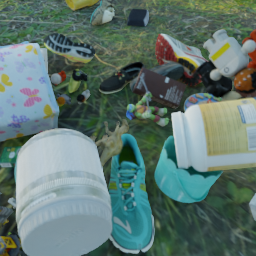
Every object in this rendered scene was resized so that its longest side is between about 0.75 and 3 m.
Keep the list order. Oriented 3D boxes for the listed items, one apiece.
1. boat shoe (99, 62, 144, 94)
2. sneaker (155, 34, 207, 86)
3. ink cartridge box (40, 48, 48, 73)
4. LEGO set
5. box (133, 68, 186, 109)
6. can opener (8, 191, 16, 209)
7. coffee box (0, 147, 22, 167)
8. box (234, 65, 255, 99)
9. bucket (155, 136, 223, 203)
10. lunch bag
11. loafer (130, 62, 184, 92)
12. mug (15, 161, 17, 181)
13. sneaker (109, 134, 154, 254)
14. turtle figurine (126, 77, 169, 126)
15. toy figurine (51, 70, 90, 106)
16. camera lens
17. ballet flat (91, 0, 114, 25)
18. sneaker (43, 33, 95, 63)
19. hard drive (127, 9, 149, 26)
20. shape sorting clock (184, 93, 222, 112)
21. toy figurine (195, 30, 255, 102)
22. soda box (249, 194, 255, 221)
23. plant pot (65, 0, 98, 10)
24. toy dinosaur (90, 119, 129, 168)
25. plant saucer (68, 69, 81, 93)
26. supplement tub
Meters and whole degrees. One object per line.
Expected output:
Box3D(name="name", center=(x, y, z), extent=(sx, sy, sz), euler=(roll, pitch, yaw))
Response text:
Box3D(name="boat shoe", center=(-0.229, -1.849, 10.169), extent=(1.919, 0.601, 0.702), euler=(-29, 56, -23))
Box3D(name="sneaker", center=(2.083, -2.691, 10.826), extent=(1.181, 1.119, 2.875), euler=(-22, 57, -27))
Box3D(name="ink cartridge box", center=(-3.609, -2.284, 10.015), extent=(1.754, 1.027, 0.591), euler=(-15, 32, -35))
Box3D(name="LEGO set", center=(-3.051, 2.286, 5.654), extent=(2.412, 1.398, 1.855), euler=(28, 80, 30))
Box3D(name="box", center=(1.007, -1.274, 9.074), extent=(1.537, 0.576, 0.770), euler=(20, 82, -1))
Box3D(name="can opener", center=(-2.263, 1.854, 6.425), extent=(1.196, 0.398, 0.315), euler=(28, 12, 22))
Box3D(name="coffee box", center=(-2.956, 0.793, 7.675), extent=(0.980, 0.215, 0.603), euler=(-2, 44, -1))
Box3D(name="box", center=(4.145, -1.205, 9.211), extent=(0.732, 0.978, 1.954), euler=(3, 43, 3))
Box3D(name="bucket", center=(1.409, 0.969, 6.699), extent=(1.535, 0.999, 1.535), euler=(12, 36, -9))
Box3D(name="lunch bag", center=(-3.401, -1.126, 8.063), extent=(2.295, 1.721, 2.707), euler=(-15, 75, -21))
Box3D(name="loafer", center=(0.953, -1.807, 9.979), extent=(2.101, 0.755, 0.661), euler=(-22, 45, -16))
Box3D(name="mug", center=(-1.728, 1.165, 6.422), extent=(1.610, 1.212, 1.960), euler=(20, 74, -8))
Box3D(name="sneaker", center=(-0.042, 1.362, 6.410), extent=(1.115, 1.146, 2.878), euler=(-4, 45, -3))
Box3D(name="turtle figurine", center=(0.704, -0.626, 8.375), extent=(1.261, 1.301, 0.936), euler=(20, 15, -26))
Box3D(name="toy figurine", center=(-1.829, -1.284, 8.992), extent=(1.136, 1.118, 0.790), euler=(-3, 15, 9))
Box3D(name="camera lens", center=(-1.182, 1.099, 5.048), extent=(1.553, 1.553, 1.942), euler=(-11, 44, -11))
Box3D(name="ballet flat", center=(-1.179, -5.865, 14.279), extent=(0.927, 0.835, 2.462), euler=(15, 42, -3))
Box3D(name="sneaker", center=(-2.312, -2.964, 10.865), extent=(1.953, 0.882, 0.763), euler=(19, 72, -11))
Box3D(name="hard drive", center=(0.525, -5.692, 14.369), extent=(1.041, 0.327, 1.543), euler=(6, 44, 7))
Box3D(name="shape sorting clock", center=(2.626, -0.594, 9.048), extent=(1.646, 0.323, 1.646), euler=(0, 44, 0))
Box3D(name="toy figurine", center=(3.537, -1.837, 7.871), extent=(2.796, 2.752, 1.945), euler=(-31, 77, -1))
Box3D(name="soda box", center=(2.897, 1.634, 5.656), extent=(0.548, 1.727, 0.589), euler=(32, 82, 36))
Box3D(name="plant pot", center=(-2.638, -7.248, 15.271), extent=(1.472, 1.564, 1.564), euler=(-42, 56, -16))
Box3D(name="toy dinosaur", center=(-0.455, 0.432, 6.553), extent=(0.495, 0.859, 1.700), euler=(18, 69, 42))
Box3D(name="plant saucer", center=(-1.843, -1.623, 9.792), extent=(0.134, 0.862, 0.862), euler=(17, 34, -32))
Box3D(name="supplement tub", center=(2.041, 0.168, 6.088), extent=(2.040, 1.476, 1.476), euler=(-7, 43, 8))
